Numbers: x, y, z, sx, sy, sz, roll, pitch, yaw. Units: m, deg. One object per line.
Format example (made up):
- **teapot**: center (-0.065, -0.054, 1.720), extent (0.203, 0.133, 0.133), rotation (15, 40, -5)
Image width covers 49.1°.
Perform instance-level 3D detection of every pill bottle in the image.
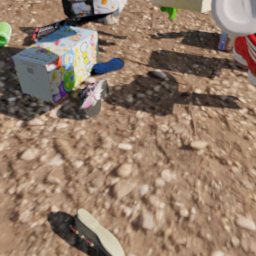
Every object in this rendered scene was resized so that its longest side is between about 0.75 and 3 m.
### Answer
- **pill bottle**: center (2.329, -2.610, 5.844), extent (1.173, 1.173, 2.089), rotation (11, 25, 12)

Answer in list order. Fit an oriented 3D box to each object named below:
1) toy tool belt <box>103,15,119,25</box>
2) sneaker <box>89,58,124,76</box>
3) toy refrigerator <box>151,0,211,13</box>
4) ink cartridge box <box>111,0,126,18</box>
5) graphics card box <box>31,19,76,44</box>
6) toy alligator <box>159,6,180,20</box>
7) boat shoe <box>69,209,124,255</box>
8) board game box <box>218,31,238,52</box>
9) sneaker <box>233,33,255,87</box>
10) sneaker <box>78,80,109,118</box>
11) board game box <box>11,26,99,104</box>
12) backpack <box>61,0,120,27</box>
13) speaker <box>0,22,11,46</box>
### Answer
- **toy tool belt**: center (-1.040, -6.197, 14.932), extent (0.958, 0.942, 1.534), rotation (-15, 44, -16)
- **sneaker**: center (-0.636, -1.715, 8.160), extent (1.206, 0.398, 0.473), rotation (-2, 42, 39)
- **toy refrigerator**: center (1.783, -4.309, 9.197), extent (2.073, 0.725, 0.787), rotation (30, 46, 35)
- **ink cartridge box**: center (-0.475, -5.677, 11.401), extent (1.071, 1.966, 0.495), rotation (16, 22, -34)
- **graphics card box**: center (-3.394, -4.443, 12.974), extent (1.945, 0.495, 1.220), rotation (-17, 41, 6)
- **toy alligator**: center (1.658, -5.476, 10.864), extent (0.764, 2.815, 0.835), rotation (4, -8, 37)
- **boat shoe**: center (-0.651, 2.304, 5.801), extent (1.379, 0.432, 0.504), rotation (37, 8, 20)
- **board game box**: center (5.524, -4.217, 12.536), extent (2.396, 1.160, 1.910), rotation (18, 45, 19)
- **sneaker**: center (3.681, -2.536, 7.961), extent (1.122, 1.654, 2.864), rotation (-12, 37, 9)
- **sneaker**: center (-1.297, -0.954, 9.354), extent (0.814, 0.757, 1.886), rotation (0, 32, 19)
- **board game box**: center (-2.458, -2.394, 10.220), extent (1.522, 1.495, 2.903), rotation (18, 45, 22)
- **backpack**: center (-1.201, -4.484, 8.961), extent (1.923, 1.556, 2.019), rotation (-8, 65, -15)
- **speaker**: center (-5.902, -4.417, 13.163), extent (0.667, 0.667, 1.509), rotation (-8, 42, -9)
